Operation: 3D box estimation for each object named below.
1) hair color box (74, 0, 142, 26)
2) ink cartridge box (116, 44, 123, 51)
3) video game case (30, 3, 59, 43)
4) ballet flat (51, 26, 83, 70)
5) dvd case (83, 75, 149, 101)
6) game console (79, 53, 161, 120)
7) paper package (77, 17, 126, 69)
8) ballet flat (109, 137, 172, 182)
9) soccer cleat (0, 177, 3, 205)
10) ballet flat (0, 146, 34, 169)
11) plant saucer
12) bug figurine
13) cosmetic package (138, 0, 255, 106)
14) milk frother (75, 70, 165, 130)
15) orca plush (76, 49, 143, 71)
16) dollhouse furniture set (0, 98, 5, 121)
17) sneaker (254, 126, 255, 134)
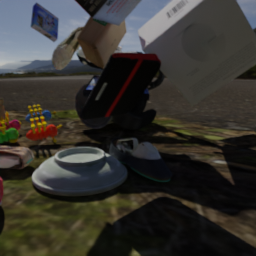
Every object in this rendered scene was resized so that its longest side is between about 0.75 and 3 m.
[{"bbox_3d":[-0.283,-2.932,5.965,1.224,0.739,2.412,-43,6,18],"label":"hair color box"},{"bbox_3d":[-0.534,-3.829,14.024,0.301,0.888,0.515,20,19,-4],"label":"ink cartridge box"},{"bbox_3d":[-2.252,-2.864,7.619,0.188,0.826,0.749,-25,-33,33],"label":"video game case"},{"bbox_3d":[-2.380,-3.371,11.439,0.797,2.222,0.797,21,-25,10],"label":"ballet flat"},{"bbox_3d":[-0.317,-1.258,8.503,1.767,0.217,2.476,3,20,-1],"label":"dvd case"},{"bbox_3d":[-0.154,-0.849,5.846,1.480,1.673,0.260,-9,54,-43],"label":"game console"},{"bbox_3d":[-0.912,-3.398,10.253,0.931,1.800,1.716,29,-9,9],"label":"paper package"},{"bbox_3d":[0.215,0.628,6.577,0.753,0.753,2.060,-9,16,-35],"label":"ballet flat"},{"bbox_3d":[-3.098,0.789,5.363,0.816,0.936,2.447,-13,18,-43],"label":"soccer cleat"},{"bbox_3d":[-3.205,0.701,6.585,1.837,0.625,0.618,-1,23,0],"label":"ballet flat"},{"bbox_3d":[-1.053,0.821,6.179,2.074,0.521,2.074,-1,13,0],"label":"plant saucer"},{"bbox_3d":[-3.495,-0.053,9.477,2.298,0.762,2.963,-10,20,-17],"label":"bug figurine"},{"bbox_3d":[2.267,-2.687,8.844,2.768,2.776,1.707,-34,33,22],"label":"cosmetic package"},{"bbox_3d":[-0.161,-1.584,11.191,2.705,2.997,2.819,12,17,27],"label":"milk frother"},{"bbox_3d":[-0.779,-2.945,12.379,2.857,1.016,1.503,-9,48,-5],"label":"orca plush"},{"bbox_3d":[-5.767,-0.216,9.441,2.400,1.237,2.375,-7,3,25],"label":"dollhouse furniture set"},{"bbox_3d":[5.046,0.158,8.781,1.009,0.830,2.193,-18,13,-33],"label":"sneaker"}]
